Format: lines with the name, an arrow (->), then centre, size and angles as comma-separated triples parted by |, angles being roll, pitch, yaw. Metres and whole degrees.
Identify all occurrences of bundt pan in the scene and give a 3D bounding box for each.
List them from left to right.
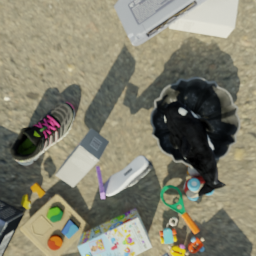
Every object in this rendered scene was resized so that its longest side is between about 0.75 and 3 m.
bundt pan -> 2.088, -0.166, 9.237 | 2.855, 1.072, 2.855 | 0, 85, 0

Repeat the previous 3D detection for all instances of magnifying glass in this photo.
magnifying glass -> 1.701, 2.632, 9.111 | 0.685, 0.193, 1.721 | -37, 69, 4

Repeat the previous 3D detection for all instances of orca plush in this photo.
orca plush -> 1.676, 0.685, 8.006 | 1.030, 1.524, 2.896 | -27, 105, -45

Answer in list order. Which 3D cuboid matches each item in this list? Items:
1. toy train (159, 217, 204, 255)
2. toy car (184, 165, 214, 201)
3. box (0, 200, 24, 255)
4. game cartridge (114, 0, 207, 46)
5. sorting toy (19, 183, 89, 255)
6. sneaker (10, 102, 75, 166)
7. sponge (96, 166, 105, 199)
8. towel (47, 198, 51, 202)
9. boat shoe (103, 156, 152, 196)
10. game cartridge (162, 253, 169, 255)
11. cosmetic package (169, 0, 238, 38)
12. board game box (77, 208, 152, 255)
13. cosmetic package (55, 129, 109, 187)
toy train -> 1.713, 3.665, 9.219 | 1.485, 0.413, 1.115 | 44, 85, 1
toy car -> 2.225, 1.560, 9.222 | 1.113, 1.160, 1.259 | -19, 56, -2
box -> -5.123, 3.101, 8.706 | 2.775, 1.485, 2.059 | 25, 85, 2
game cartridge -> 1.032, -4.302, 9.291 | 2.964, 0.606, 1.973 | -29, 73, 18
sorting toy -> -2.629, 3.011, 9.092 | 1.722, 0.309, 2.311 | -42, 98, -3
sneaker -> -2.803, 0.183, 9.150 | 0.978, 1.160, 2.651 | 45, 86, 4
sponge -> -0.765, 1.504, 7.729 | 0.121, 0.451, 0.808 | -10, 58, -8
towel -> -2.468, 2.959, 9.395 | 0.943, 0.152, 0.901 | 28, 85, 3
boat shoe -> 0.001, 1.415, 7.848 | 1.560, 0.529, 0.559 | -41, 42, 5
game cartridge -> 1.015, 4.005, 7.368 | 0.755, 0.229, 1.133 | -41, 57, 17
cosmetic package -> 2.578, -3.950, 9.681 | 2.113, 0.896, 1.137 | 12, 85, 1
board game box -> -0.419, 3.557, 8.852 | 2.012, 1.037, 1.055 | -25, 91, -3
cosmetic package -> -1.342, 0.898, 8.115 | 0.749, 0.887, 1.661 | 39, 126, -11
